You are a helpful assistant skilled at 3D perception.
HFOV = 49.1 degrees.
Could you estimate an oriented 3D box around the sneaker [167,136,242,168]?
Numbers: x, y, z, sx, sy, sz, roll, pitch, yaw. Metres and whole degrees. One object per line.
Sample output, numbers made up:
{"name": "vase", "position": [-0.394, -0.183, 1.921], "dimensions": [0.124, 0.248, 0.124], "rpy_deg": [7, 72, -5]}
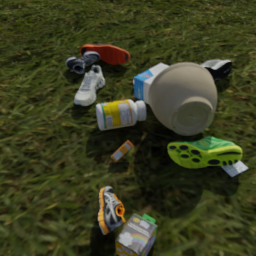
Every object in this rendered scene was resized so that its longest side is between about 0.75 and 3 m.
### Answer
{"name": "sneaker", "position": [2.664, 0.857, 9.989], "dimensions": [2.538, 0.940, 1.060], "rpy_deg": [3, 21, 4]}

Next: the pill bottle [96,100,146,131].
{"name": "pill bottle", "position": [-0.283, -0.558, 11.314], "dimensions": [1.902, 1.073, 1.073], "rpy_deg": [-10, 42, -10]}

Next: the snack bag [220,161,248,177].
{"name": "snack bag", "position": [3.702, 1.331, 9.890], "dimensions": [0.816, 0.087, 0.769], "rpy_deg": [-19, 44, -20]}

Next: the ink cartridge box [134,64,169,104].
{"name": "ink cartridge box", "position": [1.878, -1.708, 12.523], "dimensions": [2.699, 1.159, 1.976], "rpy_deg": [32, 49, 33]}

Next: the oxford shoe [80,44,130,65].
{"name": "oxford shoe", "position": [-1.190, -4.304, 15.728], "dimensions": [2.930, 1.043, 1.063], "rpy_deg": [15, 38, 16]}

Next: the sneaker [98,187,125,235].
{"name": "sneaker", "position": [-0.444, 2.294, 8.037], "dimensions": [0.667, 0.676, 1.728], "rpy_deg": [-20, 27, 5]}

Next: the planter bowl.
{"name": "planter bowl", "position": [2.157, -0.842, 10.426], "dimensions": [2.626, 2.626, 1.767], "rpy_deg": [-3, 40, -4]}

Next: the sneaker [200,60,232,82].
{"name": "sneaker", "position": [3.936, -2.796, 14.079], "dimensions": [2.846, 1.052, 1.129], "rpy_deg": [-20, 35, -30]}

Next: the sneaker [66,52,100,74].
{"name": "sneaker", "position": [-2.310, -3.409, 14.934], "dimensions": [1.889, 0.713, 1.075], "rpy_deg": [-19, 45, -12]}

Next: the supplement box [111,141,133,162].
{"name": "supplement box", "position": [-0.226, 0.842, 10.029], "dimensions": [0.857, 0.285, 0.295], "rpy_deg": [-41, 87, -10]}

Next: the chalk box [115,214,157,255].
{"name": "chalk box", "position": [0.290, 2.912, 7.550], "dimensions": [0.755, 0.751, 1.214], "rpy_deg": [23, 46, 24]}

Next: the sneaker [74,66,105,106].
{"name": "sneaker", "position": [-1.837, -1.971, 13.006], "dimensions": [0.965, 1.041, 2.568], "rpy_deg": [10, 43, 9]}
